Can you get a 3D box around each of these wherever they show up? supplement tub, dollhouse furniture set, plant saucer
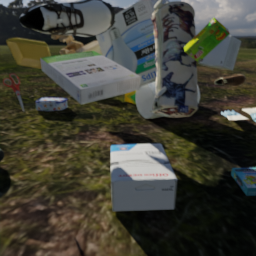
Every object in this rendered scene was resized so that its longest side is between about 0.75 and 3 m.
[{"bbox_3d":[1.770,-1.361,12.472,2.486,1.640,1.640,-12,23,-27],"label":"supplement tub"},{"bbox_3d":[-1.756,-3.436,12.385,1.919,2.710,2.950,-33,37,-20],"label":"dollhouse furniture set"},{"bbox_3d":[-3.168,-2.497,9.312,1.338,0.324,1.338,8,-22,-1],"label":"plant saucer"}]

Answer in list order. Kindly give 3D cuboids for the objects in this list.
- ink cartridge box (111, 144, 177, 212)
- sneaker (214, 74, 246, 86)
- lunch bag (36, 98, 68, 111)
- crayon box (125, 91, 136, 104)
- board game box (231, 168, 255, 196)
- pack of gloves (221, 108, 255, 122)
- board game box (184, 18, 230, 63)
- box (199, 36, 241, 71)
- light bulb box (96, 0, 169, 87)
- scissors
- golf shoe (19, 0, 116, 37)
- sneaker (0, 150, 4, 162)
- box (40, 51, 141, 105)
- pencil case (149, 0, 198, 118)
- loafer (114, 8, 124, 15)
[{"bbox_3d":[0.280,1.115,6.755,1.383,0.798,1.907,-1,20,-3],"label":"ink cartridge box"},{"bbox_3d":[4.106,-1.868,11.376,0.496,0.463,1.313,-17,9,-31],"label":"sneaker"},{"bbox_3d":[-3.720,-1.181,13.619,1.439,0.544,1.153,4,18,9],"label":"lunch bag"},{"bbox_3d":[1.490,-1.742,14.836,2.578,0.751,2.224,-17,24,-39],"label":"crayon box"},{"bbox_3d":[3.141,1.326,7.023,0.750,0.233,0.993,-1,20,-1],"label":"board game box"},{"bbox_3d":[5.005,-0.422,11.969,1.739,0.408,2.069,-5,13,7],"label":"pack of gloves"},{"bbox_3d":[1.541,-1.719,5.543,0.410,0.807,0.192,28,40,-25],"label":"board game box"},{"bbox_3d":[2.832,-2.345,8.710,0.615,0.940,0.935,3,14,-42],"label":"box"},{"bbox_3d":[0.483,-2.802,9.840,2.484,2.506,1.564,-15,8,37],"label":"light bulb box"},{"bbox_3d":[-3.357,-1.107,8.590,0.468,1.280,0.089,-34,-10,-20],"label":"scissors"},{"bbox_3d":[-1.517,-2.639,6.928,2.388,0.928,1.128,2,28,15],"label":"golf shoe"},{"bbox_3d":[-4.431,0.742,8.104,1.592,0.601,0.916,-9,23,-17],"label":"sneaker"},{"bbox_3d":[-1.092,-1.490,7.672,1.775,0.447,2.460,-18,40,-31],"label":"box"},{"bbox_3d":[1.073,-1.590,6.664,1.036,2.662,1.191,-5,-6,44],"label":"pencil case"},{"bbox_3d":[-0.159,-5.121,14.063,0.570,1.809,0.650,-23,14,-37],"label":"loafer"}]
